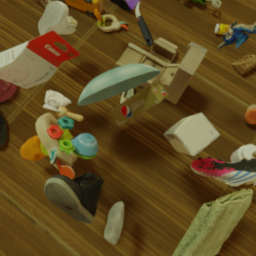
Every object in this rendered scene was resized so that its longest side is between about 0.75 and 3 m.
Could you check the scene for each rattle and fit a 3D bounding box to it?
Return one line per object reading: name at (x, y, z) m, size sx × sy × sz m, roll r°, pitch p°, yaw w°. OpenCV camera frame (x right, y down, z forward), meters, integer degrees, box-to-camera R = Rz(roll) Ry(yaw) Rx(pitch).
rattle at (-2.599, 0.886, 8.378) m, size 1.990 × 1.814 × 2.786 m, roll -18°, pitch 39°, yaw -4°
rattle at (-0.699, -4.889, 12.582) m, size 1.416 × 1.012 × 0.922 m, roll 15°, pitch 55°, yaw 11°

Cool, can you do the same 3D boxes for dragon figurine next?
dragon figurine at (3.166, -2.578, 8.077) m, size 0.741 × 1.490 × 0.438 m, roll 42°, pitch 50°, yaw 10°

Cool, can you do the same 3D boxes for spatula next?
spatula at (0.378, -3.966, 9.721) m, size 0.295 × 0.812 × 2.874 m, roll 4°, pitch 61°, yaw -35°

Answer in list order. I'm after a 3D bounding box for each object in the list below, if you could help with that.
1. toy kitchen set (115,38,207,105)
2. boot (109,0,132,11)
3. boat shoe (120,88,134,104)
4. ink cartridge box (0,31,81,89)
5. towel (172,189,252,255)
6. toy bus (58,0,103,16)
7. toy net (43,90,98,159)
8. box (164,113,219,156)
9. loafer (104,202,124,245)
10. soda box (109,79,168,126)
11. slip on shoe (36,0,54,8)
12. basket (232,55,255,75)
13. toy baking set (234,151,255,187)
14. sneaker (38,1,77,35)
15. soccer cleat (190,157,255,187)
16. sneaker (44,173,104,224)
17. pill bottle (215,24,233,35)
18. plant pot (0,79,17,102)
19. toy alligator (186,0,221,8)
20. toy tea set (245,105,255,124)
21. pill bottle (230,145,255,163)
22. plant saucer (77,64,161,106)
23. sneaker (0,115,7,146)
toy kitchen set at (1.413, -3.039, 11.023) m, size 2.959 × 2.670 × 2.414 m, roll 30°, pitch 73°, yaw 5°
boot at (-0.152, -6.273, 13.266) m, size 1.527 × 0.592 × 1.056 m, roll 39°, pitch 71°, yaw 11°
boat shoe at (-0.042, -1.169, 11.564) m, size 0.546 × 0.480 × 1.535 m, roll 12°, pitch 73°, yaw 2°
ink cartridge box at (-2.768, -1.956, 8.521) m, size 2.243 × 1.823 × 0.640 m, roll -13°, pitch 80°, yaw 14°
towel at (2.255, 2.808, 7.583) m, size 2.015 × 2.716 × 0.495 m, roll -2°, pitch 35°, yaw -39°
toy bus at (-2.470, -6.305, 13.064) m, size 2.880 × 0.937 × 1.127 m, roll 25°, pitch 72°, yaw 9°
toy net at (-1.743, -0.115, 7.326) m, size 1.246 × 0.459 × 2.375 m, roll -10°, pitch 48°, yaw -41°
box at (1.600, 0.185, 7.502) m, size 0.862 × 2.098 × 0.717 m, roll -38°, pitch 88°, yaw -3°
loafer at (-0.352, 2.727, 8.104) m, size 0.455 × 0.454 × 1.302 m, roll -16°, pitch 29°, yaw 27°
soda box at (0.301, -0.763, 8.885) m, size 0.618 × 1.930 × 0.654 m, roll 55°, pitch 43°, yaw -5°
slip on shoe at (-4.030, -6.227, 13.292) m, size 1.622 × 0.617 × 0.491 m, roll 45°, pitch 36°, yaw 23°
basket at (5.074, -2.826, 12.040) m, size 0.885 × 0.632 × 0.660 m, roll -29°, pitch 75°, yaw -10°
toy baking set at (4.880, 1.356, 9.980) m, size 2.643 × 2.029 × 0.308 m, roll -13°, pitch 51°, yaw -9°
sneaker at (-2.288, -3.856, 9.893) m, size 1.204 × 2.083 × 0.768 m, roll -18°, pitch 97°, yaw -34°
soccer cleat at (3.023, 1.453, 8.688) m, size 2.161 × 0.933 × 0.755 m, roll 1°, pitch 31°, yaw 5°
sneaker at (-1.402, 1.578, 7.626) m, size 0.903 × 2.416 × 1.283 m, roll 7°, pitch 55°, yaw 17°
pill bottle at (4.371, -4.455, 12.700) m, size 0.774 × 0.423 × 0.423 m, roll 7°, pitch 71°, yaw 2°
plant pot at (-5.533, -2.031, 11.357) m, size 1.589 × 1.422 × 1.589 m, roll 0°, pitch 71°, yaw -1°
toy alligator at (2.996, -6.309, 13.191) m, size 2.936 × 0.705 × 0.973 m, roll 41°, pitch 66°, yaw 9°
toy tea set at (5.989, 0.095, 11.059) m, size 1.715 × 1.068 × 2.884 m, roll -41°, pitch 77°, yaw 18°
pill bottle at (4.334, 1.060, 10.409) m, size 0.694 × 1.224 × 0.694 m, roll -1°, pitch 70°, yaw 1°
plant saucer at (-0.366, -1.421, 8.642) m, size 2.759 × 2.759 × 0.531 m, roll -23°, pitch 91°, yaw -7°
sneaker at (-5.981, -0.317, 11.049) m, size 1.582 × 1.056 × 2.761 m, roll -29°, pitch 100°, yaw 28°
